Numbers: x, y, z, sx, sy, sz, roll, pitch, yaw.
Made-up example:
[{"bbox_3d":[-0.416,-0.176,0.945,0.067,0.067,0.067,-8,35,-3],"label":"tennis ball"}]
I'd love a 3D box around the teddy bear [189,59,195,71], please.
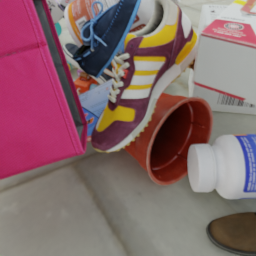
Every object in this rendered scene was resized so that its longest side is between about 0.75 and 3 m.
[{"bbox_3d":[1.894,-1.650,6.618,1.554,0.716,2.144,8,19,-9],"label":"teddy bear"}]

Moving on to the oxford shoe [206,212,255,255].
[{"bbox_3d":[2.665,1.801,5.266,2.361,0.996,0.858,-3,41,-2],"label":"oxford shoe"}]

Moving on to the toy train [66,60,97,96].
[{"bbox_3d":[-2.163,-2.202,10.394,2.928,0.814,2.199,18,42,20],"label":"toy train"}]

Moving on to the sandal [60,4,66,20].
[{"bbox_3d":[-1.761,-4.596,8.853,0.934,2.457,0.526,-14,59,-37],"label":"sandal"}]

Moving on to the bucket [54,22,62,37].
[{"bbox_3d":[-2.781,-3.373,9.704,0.582,0.895,0.895,-19,19,46],"label":"bucket"}]

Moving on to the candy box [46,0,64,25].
[{"bbox_3d":[-2.746,-2.970,7.182,1.786,1.498,0.639,-38,67,7],"label":"candy box"}]

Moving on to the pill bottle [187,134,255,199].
[{"bbox_3d":[2.659,0.829,6.126,2.519,1.411,1.411,-1,39,-1],"label":"pill bottle"}]

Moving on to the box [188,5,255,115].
[{"bbox_3d":[3.430,-2.050,8.604,2.772,2.786,1.821,5,39,6],"label":"box"}]

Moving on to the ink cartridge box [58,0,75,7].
[{"bbox_3d":[-1.176,-3.636,7.800,1.402,1.017,0.587,19,32,-50],"label":"ink cartridge box"}]

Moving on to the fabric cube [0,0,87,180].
[{"bbox_3d":[-2.493,-0.756,4.509,2.942,2.952,2.896,-18,10,-4],"label":"fabric cube"}]

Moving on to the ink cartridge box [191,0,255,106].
[{"bbox_3d":[2.347,-1.414,4.570,1.684,0.968,2.321,24,50,27],"label":"ink cartridge box"}]

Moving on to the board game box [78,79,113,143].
[{"bbox_3d":[-0.821,-0.370,6.902,2.757,0.268,1.419,-18,54,37],"label":"board game box"}]

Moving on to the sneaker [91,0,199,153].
[{"bbox_3d":[0.036,-0.908,4.827,2.782,1.253,1.043,-54,34,-6],"label":"sneaker"}]

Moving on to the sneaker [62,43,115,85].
[{"bbox_3d":[-0.906,-2.232,9.444,2.949,1.171,1.156,38,24,11],"label":"sneaker"}]

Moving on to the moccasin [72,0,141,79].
[{"bbox_3d":[-0.360,-1.073,3.413,0.519,1.523,0.613,29,58,-14],"label":"moccasin"}]

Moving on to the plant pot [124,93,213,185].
[{"bbox_3d":[0.565,-0.050,6.880,2.125,2.125,2.067,-27,38,-30],"label":"plant pot"}]

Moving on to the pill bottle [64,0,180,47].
[{"bbox_3d":[-0.142,-2.839,6.616,2.509,1.407,1.407,-20,31,26],"label":"pill bottle"}]
